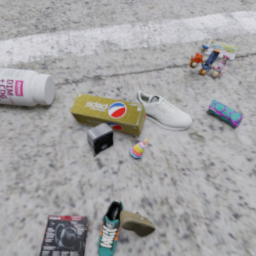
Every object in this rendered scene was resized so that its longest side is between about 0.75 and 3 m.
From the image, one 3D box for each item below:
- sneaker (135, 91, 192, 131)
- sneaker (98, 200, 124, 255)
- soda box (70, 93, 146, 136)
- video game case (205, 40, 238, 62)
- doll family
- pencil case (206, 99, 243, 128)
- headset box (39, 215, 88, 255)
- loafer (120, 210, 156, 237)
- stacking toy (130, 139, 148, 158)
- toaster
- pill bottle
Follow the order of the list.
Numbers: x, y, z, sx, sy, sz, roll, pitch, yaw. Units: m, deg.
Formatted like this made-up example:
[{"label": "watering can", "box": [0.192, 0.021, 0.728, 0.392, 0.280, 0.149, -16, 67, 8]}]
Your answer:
[{"label": "sneaker", "box": [1.400, -0.710, 11.364, 2.494, 1.004, 0.953, 21, 48, 16]}, {"label": "sneaker", "box": [-0.532, 2.870, 7.974, 0.601, 0.673, 1.684, 9, 71, 10]}, {"label": "soda box", "box": [-0.773, -0.549, 10.957, 2.796, 0.895, 0.947, 11, 67, 18]}, {"label": "video game case", "box": [5.016, -4.183, 15.145, 1.571, 0.180, 1.430, 18, 50, 17]}, {"label": "doll family", "box": [3.680, -3.165, 13.294, 2.114, 1.312, 0.952, 16, 32, -25]}, {"label": "pencil case", "box": [3.955, -0.584, 11.455, 1.413, 0.601, 0.653, 35, 44, 24]}, {"label": "headset box", "box": [-1.790, 3.197, 7.981, 1.160, 0.602, 1.558, 2, 45, -1]}, {"label": "loafer", "box": [0.288, 2.692, 7.990, 0.559, 1.471, 0.496, -36, 45, 13]}, {"label": "stacking toy", "box": [0.466, 0.693, 10.126, 0.444, 0.809, 0.470, 11, 42, -36]}, {"label": "toaster", "box": [-1.051, 0.437, 10.381, 0.974, 0.881, 0.578, -28, 53, -25]}, {"label": "pill bottle", "box": [-4.615, -1.716, 11.933, 2.662, 1.509, 1.509, 5, 47, 5]}]
